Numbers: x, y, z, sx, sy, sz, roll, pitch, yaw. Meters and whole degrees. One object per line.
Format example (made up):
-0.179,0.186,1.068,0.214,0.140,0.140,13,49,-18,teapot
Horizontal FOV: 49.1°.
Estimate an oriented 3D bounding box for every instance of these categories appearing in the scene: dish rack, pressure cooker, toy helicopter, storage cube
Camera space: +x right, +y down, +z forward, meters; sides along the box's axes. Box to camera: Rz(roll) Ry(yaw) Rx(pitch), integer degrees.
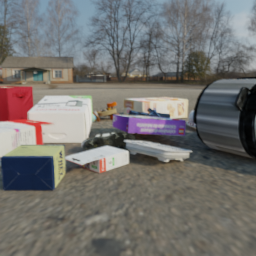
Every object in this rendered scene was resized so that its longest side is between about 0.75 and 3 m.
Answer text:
0.806,0.653,7.815,1.624,0.354,1.394,9,1,40,dish rack
3.539,-0.260,8.095,2.300,2.336,2.616,-19,17,-29,pressure cooker
-1.655,-0.727,15.157,2.219,0.875,1.468,-5,15,37,toy helicopter
-5.917,-1.118,13.798,2.030,1.825,1.735,5,12,22,storage cube

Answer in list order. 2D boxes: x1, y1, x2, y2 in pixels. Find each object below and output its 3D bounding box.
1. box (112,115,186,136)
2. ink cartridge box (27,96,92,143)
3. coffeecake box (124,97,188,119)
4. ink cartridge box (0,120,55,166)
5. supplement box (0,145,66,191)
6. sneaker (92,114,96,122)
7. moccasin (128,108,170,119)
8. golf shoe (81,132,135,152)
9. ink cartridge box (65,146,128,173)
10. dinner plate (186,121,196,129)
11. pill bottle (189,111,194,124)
0.633,-0.138,10.423,1.975,0.564,2.886,2,4,-13,box
-2.513,-0.432,10.985,2.020,1.166,2.776,-1,18,-3,ink cartridge box
1.519,-1.117,15.829,2.905,1.061,2.229,-5,12,-27,coffeecake box
-3.624,0.400,8.074,1.606,0.930,2.764,7,13,32,ink cartridge box
-2.053,0.848,6.249,1.089,0.731,1.088,0,11,1,supplement box
-2.029,-0.468,13.869,0.862,0.525,1.320,-3,12,-7,sneaker
1.055,-0.650,13.814,2.096,0.715,0.843,-3,-1,-9,moccasin
-0.626,0.422,8.731,1.737,0.675,0.821,-2,6,-28,golf shoe
-0.807,0.847,7.217,0.838,0.387,1.539,10,16,43,ink cartridge box
3.730,-0.126,12.502,2.209,0.268,2.209,-1,13,0,dinner plate
3.355,-0.410,12.107,0.801,0.801,1.426,-7,11,-33,pill bottle
